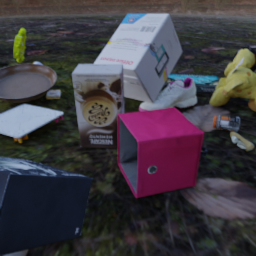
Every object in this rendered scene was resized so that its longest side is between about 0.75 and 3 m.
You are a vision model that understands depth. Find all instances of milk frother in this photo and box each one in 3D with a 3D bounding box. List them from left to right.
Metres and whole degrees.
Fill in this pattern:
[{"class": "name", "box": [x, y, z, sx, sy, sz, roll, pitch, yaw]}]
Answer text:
[{"class": "milk frother", "box": [5.792, -2.468, 13.208, 1.887, 2.006, 1.811, 26, 30, -16]}]

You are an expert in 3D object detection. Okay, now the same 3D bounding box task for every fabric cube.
[{"class": "fabric cube", "box": [0.704, 0.554, 6.980, 1.598, 1.573, 1.603, -7, 28, -17]}]

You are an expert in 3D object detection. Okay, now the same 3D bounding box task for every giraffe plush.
[{"class": "giraffe plush", "box": [4.749, -1.500, 10.529, 2.250, 2.394, 2.774, 29, 0, 4]}]

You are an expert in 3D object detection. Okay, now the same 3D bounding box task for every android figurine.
[{"class": "android figurine", "box": [-6.517, -4.953, 16.944, 0.445, 1.974, 2.169, 9, 27, -14]}]

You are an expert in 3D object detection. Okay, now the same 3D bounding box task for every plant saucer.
[{"class": "plant saucer", "box": [-4.474, -1.874, 11.817, 2.891, 0.464, 2.891, 2, 40, -2]}]

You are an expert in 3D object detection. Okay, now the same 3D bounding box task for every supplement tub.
[{"class": "supplement tub", "box": [3.316, -0.160, 9.486, 0.817, 0.501, 0.501, 8, 29, 15]}]

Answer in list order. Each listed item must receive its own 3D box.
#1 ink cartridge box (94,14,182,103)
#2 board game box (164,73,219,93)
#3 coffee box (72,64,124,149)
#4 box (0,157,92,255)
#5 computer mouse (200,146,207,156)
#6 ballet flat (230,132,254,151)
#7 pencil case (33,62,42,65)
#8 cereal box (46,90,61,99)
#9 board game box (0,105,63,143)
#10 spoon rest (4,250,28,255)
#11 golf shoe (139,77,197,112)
[{"class": "ink cartridge box", "box": [0.441, -2.614, 10.444, 1.901, 1.892, 2.591, 18, 68, 36]}, {"class": "board game box", "box": [3.062, -2.179, 13.511, 2.612, 0.368, 1.767, 4, 27, 7]}, {"class": "coffee box", "box": [-0.794, -0.614, 8.309, 1.333, 2.358, 0.941, 0, 29, 4]}, {"class": "box", "box": [-1.925, 1.149, 4.683, 1.810, 1.141, 1.842, 10, -5, 30]}, {"class": "computer mouse", "box": [1.316, 0.389, 8.621, 2.373, 0.404, 0.695, 28, 29, 37]}, {"class": "ballet flat", "box": [3.415, 0.413, 8.616, 0.299, 0.326, 0.949, -27, 33, -15]}, {"class": "pencil case", "box": [-5.007, -2.856, 14.415, 0.775, 0.710, 1.708, 23, 30, -1]}, {"class": "cereal box", "box": [-3.298, -1.482, 12.394, 0.564, 0.155, 0.784, -4, 27, -8]}, {"class": "board game box", "box": [-3.616, -0.209, 9.557, 2.041, 0.264, 2.042, 12, 29, 27]}, {"class": "spoon rest", "box": [-2.811, 1.840, 5.621, 1.253, 0.765, 2.522, -17, 45, -27]}, {"class": "golf shoe", "box": [1.546, -1.243, 10.836, 2.609, 1.194, 0.983, -19, 34, -26]}]
